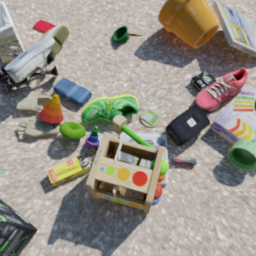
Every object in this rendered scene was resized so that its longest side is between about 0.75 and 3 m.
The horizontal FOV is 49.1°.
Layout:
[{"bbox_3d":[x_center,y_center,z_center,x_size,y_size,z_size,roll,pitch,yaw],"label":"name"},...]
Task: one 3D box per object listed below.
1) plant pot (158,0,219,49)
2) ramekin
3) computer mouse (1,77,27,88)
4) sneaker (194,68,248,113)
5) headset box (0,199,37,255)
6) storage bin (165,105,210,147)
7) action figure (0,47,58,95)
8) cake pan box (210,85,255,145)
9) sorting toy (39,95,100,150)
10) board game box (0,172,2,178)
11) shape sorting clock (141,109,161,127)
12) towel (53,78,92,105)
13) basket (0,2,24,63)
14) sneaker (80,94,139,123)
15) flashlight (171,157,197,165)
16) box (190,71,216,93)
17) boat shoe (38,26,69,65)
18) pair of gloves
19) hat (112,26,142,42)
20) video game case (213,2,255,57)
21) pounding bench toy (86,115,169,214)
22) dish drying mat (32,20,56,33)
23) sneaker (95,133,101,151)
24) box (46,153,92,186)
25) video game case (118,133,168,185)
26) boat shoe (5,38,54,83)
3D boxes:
[{"bbox_3d":[2.793,-4.717,12.274,2.227,2.227,2.039,-32,80,-18],"label":"plant pot"},{"bbox_3d":[3.916,0.894,9.377,1.011,1.011,0.494,33,56,18],"label":"ramekin"},{"bbox_3d":[-4.503,-1.817,11.106,1.009,0.172,0.296,-22,100,-24],"label":"computer mouse"},{"bbox_3d":[3.579,-1.565,10.767,2.559,1.110,0.943,-31,66,-17],"label":"sneaker"},{"bbox_3d":[-3.993,2.459,7.442,2.191,2.516,1.167,30,71,18],"label":"headset box"},{"bbox_3d":[2.126,-0.078,10.033,1.352,0.634,0.914,-34,80,-19],"label":"storage bin"},{"bbox_3d":[-4.282,-2.358,11.078,2.771,1.414,1.647,-15,76,-9],"label":"action figure"},{"bbox_3d":[4.669,-0.198,10.243,2.286,0.649,2.482,41,67,20],"label":"cake pan box"},{"bbox_3d":[-1.982,-0.318,9.746,2.731,0.941,0.947,33,30,24],"label":"sorting toy"},{"bbox_3d":[-4.682,1.727,9.324,0.769,0.173,0.585,3,59,2],"label":"board game box"},{"bbox_3d":[0.869,-0.377,10.620,0.770,0.151,0.770,-1,70,3],"label":"shape sorting clock"},{"bbox_3d":[-2.215,-1.418,11.116,1.437,0.349,0.802,30,56,14],"label":"towel"},{"bbox_3d":[-5.882,-3.658,11.604,2.690,1.660,1.823,-25,63,-7],"label":"basket"},{"bbox_3d":[-0.653,-0.618,10.298,2.254,0.835,0.942,-17,51,-11],"label":"sneaker"},{"bbox_3d":[1.921,1.143,9.644,0.831,0.282,0.281,3,70,-3],"label":"flashlight"},{"bbox_3d":[3.061,-1.891,11.438,0.799,0.344,0.654,-26,63,-15],"label":"box"},{"bbox_3d":[-3.516,-3.549,12.252,0.776,0.847,2.268,17,62,38],"label":"boat shoe"},{"bbox_3d":[-3.371,-0.441,10.575,1.563,0.322,1.838,-8,61,-9],"label":"pair of gloves"},{"bbox_3d":[-0.088,-4.108,12.949,1.026,0.903,0.850,-3,64,37],"label":"hat"},{"bbox_3d":[4.976,-4.232,12.293,2.386,0.289,2.621,11,55,-27],"label":"video game case"},{"bbox_3d":[0.215,0.992,8.625,2.072,1.650,2.656,13,65,8],"label":"pounding bench toy"},{"bbox_3d":[-3.654,-4.671,13.245,1.716,0.156,0.659,26,63,15],"label":"dish drying mat"},{"bbox_3d":[-1.207,0.652,9.828,0.608,0.421,1.008,-12,53,-12],"label":"sneaker"},{"bbox_3d":[-1.941,1.384,9.406,1.452,0.364,0.546,-23,66,-13],"label":"box"},{"bbox_3d":[0.504,1.036,9.699,1.688,0.217,1.857,2,60,2],"label":"video game case"},{"bbox_3d":[-3.423,-2.430,10.390,0.812,0.937,2.197,11,52,37],"label":"boat shoe"}]
